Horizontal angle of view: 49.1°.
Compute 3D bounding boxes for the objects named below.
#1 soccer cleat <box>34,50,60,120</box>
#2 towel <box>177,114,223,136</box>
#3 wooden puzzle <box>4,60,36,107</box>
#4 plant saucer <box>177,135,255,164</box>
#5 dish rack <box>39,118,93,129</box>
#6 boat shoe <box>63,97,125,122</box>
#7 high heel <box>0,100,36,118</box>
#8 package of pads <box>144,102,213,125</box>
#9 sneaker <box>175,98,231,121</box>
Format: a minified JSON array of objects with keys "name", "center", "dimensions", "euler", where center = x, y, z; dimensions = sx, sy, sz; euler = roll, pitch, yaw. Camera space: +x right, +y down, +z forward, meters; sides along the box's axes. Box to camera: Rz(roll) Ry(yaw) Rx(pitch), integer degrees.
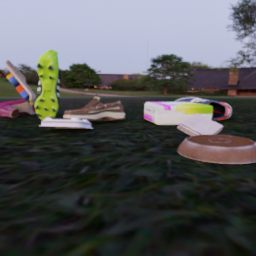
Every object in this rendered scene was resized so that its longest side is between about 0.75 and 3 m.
[{"name":"soccer cleat","center":[-2.924,-1.511,10.494],"dimensions":[0.964,2.855,1.157],"euler":[14,38,-2]},{"name":"towel","center":[1.843,-0.037,7.089],"dimensions":[0.813,0.211,1.226],"euler":[31,31,25]},{"name":"wooden puzzle","center":[-4.538,-1.652,12.308],"dimensions":[0.509,2.201,2.038],"euler":[-36,-13,-6]},{"name":"plant saucer","center":[1.850,0.375,5.676],"dimensions":[1.682,0.290,1.682],"euler":[0,10,0]},{"name":"dish rack","center":[-1.879,-0.138,8.620],"dimensions":[1.407,0.306,1.208],"euler":[0,-2,12]},{"name":"boat shoe","center":[-1.259,-0.685,10.439],"dimensions":[2.493,0.922,0.921],"euler":[-4,-1,-40]},{"name":"high heel","center":[-5.363,-1.067,13.545],"dimensions":[1.271,0.891,2.643],"euler":[13,14,12]},{"name":"package of pads","center":[1.834,-0.569,10.771],"dimensions":[2.225,0.759,1.719],"euler":[-1,9,-12]},{"name":"sneaker","center":[3.005,-0.816,11.799],"dimensions":[2.542,0.953,1.074],"euler":[3,5,21]}]
